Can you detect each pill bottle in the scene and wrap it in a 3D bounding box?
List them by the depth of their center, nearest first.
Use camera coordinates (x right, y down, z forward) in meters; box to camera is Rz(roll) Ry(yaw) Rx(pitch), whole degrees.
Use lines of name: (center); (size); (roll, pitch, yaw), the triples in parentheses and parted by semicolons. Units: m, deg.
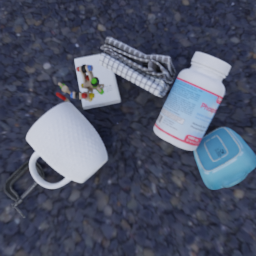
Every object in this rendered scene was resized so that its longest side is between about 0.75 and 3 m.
pill bottle: (1.983, -0.810, 8.600); (1.494, 1.494, 2.747); (26, 103, 11)

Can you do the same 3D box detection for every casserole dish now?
casserole dish: (2.700, 0.759, 8.297); (1.592, 2.628, 0.510); (-35, 108, 15)

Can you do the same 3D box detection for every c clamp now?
c clamp: (-3.303, 1.887, 9.115); (1.331, 0.211, 1.558); (31, 72, 18)

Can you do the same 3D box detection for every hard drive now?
hard drive: (-1.182, -1.797, 10.588); (1.392, 0.277, 2.111); (-12, 68, -5)

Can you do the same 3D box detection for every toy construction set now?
toy construction set: (-1.367, -1.165, 8.709); (1.410, 1.083, 1.176); (-22, 66, 13)

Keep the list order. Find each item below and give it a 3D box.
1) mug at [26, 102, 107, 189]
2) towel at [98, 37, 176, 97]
mug: (-1.987, 0.791, 8.763); (2.449, 1.808, 2.147); (-44, 85, -2)
towel: (0.397, -2.031, 9.317); (2.234, 2.698, 1.154); (29, 99, 9)
